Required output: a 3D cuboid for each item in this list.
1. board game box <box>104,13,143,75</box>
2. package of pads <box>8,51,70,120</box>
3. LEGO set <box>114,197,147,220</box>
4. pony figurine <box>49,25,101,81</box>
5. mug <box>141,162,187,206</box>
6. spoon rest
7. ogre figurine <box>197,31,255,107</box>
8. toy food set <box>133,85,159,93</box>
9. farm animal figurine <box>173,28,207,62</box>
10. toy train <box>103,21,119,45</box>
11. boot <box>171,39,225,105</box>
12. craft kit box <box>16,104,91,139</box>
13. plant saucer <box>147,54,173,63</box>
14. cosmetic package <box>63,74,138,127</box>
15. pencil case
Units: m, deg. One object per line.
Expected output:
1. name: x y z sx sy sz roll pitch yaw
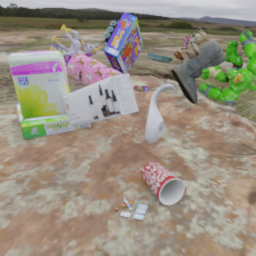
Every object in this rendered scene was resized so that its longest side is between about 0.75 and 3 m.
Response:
1. board game box: -0.123 -3.389 11.967 0.585 1.756 2.612 26 -3 11
2. package of pads: -2.797 -1.392 9.205 1.663 2.152 0.734 -6 31 -8
3. LEGO set: 0.071 2.252 7.880 0.853 0.209 0.637 7 23 15
4. pony figurine: -2.495 -3.413 12.815 2.089 2.017 1.740 23 20 -36
5. mug: 1.066 1.707 8.567 0.865 1.151 1.296 -44 32 -5
6. spoon rest: 0.930 -0.453 8.961 0.598 1.972 0.980 15 -8 29
7. ogre figurine: 3.069 -1.593 8.094 2.131 1.046 1.278 -42 53 9
8. toy food set: 0.685 -1.578 11.018 1.473 0.232 0.936 -16 18 -40
9. farm animal figurine: 2.254 -2.800 9.738 1.059 0.659 1.311 -24 28 57
10. toy train: -0.568 -4.300 12.774 0.795 0.594 1.395 16 69 20
11. boot: 3.226 -2.389 12.108 2.247 2.043 0.815 -33 18 -6
12. craft kit box: -3.607 -0.608 13.273 2.967 0.720 2.930 -11 25 -20
13. plant saucer: 1.137 -2.515 10.171 0.965 0.173 0.965 12 11 -2
14. cosmetic package: -0.915 -0.731 8.209 0.653 1.064 2.579 -16 3 -43
15. pencil case: -1.263 -2.042 11.343 2.826 1.170 1.223 32 -1 36
